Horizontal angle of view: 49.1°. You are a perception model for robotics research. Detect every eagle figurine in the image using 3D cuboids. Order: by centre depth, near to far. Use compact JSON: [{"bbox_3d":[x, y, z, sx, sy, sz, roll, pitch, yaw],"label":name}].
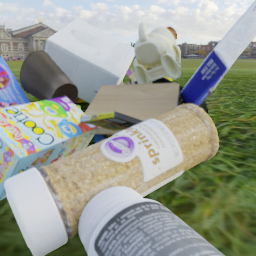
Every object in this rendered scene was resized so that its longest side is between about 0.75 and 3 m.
[{"bbox_3d":[-0.405,-1.039,9.923,1.363,1.034,1.029,-21,5,-4],"label":"eagle figurine"}]

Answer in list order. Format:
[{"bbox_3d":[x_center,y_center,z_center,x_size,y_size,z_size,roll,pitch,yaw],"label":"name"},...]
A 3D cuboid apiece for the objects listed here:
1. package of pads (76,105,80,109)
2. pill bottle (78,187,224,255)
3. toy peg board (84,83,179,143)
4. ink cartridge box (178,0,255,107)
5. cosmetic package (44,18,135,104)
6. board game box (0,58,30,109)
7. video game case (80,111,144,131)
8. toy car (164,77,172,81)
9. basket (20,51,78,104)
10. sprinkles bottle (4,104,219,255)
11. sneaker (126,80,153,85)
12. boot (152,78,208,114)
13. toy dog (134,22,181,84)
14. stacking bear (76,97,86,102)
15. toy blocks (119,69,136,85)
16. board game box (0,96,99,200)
[{"bbox_3d":[-2.094,-0.321,8.659,1.253,0.553,1.621,-1,14,-9],"label":"package of pads"},{"bbox_3d":[0.215,1.142,2.282,0.892,0.892,1.567,-8,19,-28],"label":"pill bottle"},{"bbox_3d":[0.170,-0.185,7.387,2.254,1.103,2.245,0,34,13],"label":"toy peg board"},{"bbox_3d":[2.097,-1.458,6.979,0.575,2.830,2.824,39,-18,5],"label":"ink cartridge box"},{"bbox_3d":[-1.532,-2.655,11.417,2.891,1.777,2.882,27,39,-2],"label":"cosmetic package"},{"bbox_3d":[-3.964,-1.035,8.212,0.536,2.396,1.611,-43,-16,32],"label":"board game box"},{"bbox_3d":[-0.233,-0.101,4.867,0.804,0.113,0.889,-6,-14,39],"label":"video game case"},{"bbox_3d":[1.391,-1.319,11.876,1.833,0.434,1.948,-18,-35,30],"label":"toy car"},{"bbox_3d":[-2.339,-1.291,8.406,1.116,1.480,1.642,-15,44,-43],"label":"basket"},{"bbox_3d":[-0.078,0.490,3.378,2.526,0.862,0.862,-23,24,-26],"label":"sprinkles bottle"},{"bbox_3d":[0.367,-1.798,12.183,2.345,0.880,1.354,-11,-6,27],"label":"sneaker"},{"bbox_3d":[2.080,-0.797,9.568,2.056,0.929,2.509,13,27,-47],"label":"boot"},{"bbox_3d":[0.847,-2.386,8.625,1.377,1.914,1.974,-25,23,33],"label":"toy dog"},{"bbox_3d":[-2.325,-1.843,12.912,2.773,1.684,1.577,-21,23,-34],"label":"stacking bear"},{"bbox_3d":[0.910,-2.194,13.713,1.752,2.082,1.945,50,23,13],"label":"toy blocks"},{"bbox_3d":[-1.579,0.225,4.837,0.976,0.993,1.894,42,28,13],"label":"board game box"}]
